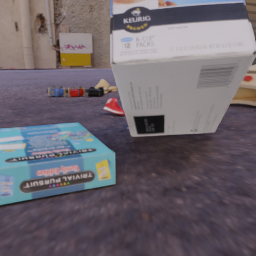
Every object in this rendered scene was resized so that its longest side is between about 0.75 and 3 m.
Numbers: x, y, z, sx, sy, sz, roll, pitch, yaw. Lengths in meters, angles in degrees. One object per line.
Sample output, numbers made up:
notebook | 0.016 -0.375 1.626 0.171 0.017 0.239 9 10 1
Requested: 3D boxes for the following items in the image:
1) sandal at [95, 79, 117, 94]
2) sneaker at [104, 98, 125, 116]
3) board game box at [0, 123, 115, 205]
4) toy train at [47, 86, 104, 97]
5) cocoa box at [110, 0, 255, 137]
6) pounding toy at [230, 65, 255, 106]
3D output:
sandal | -1.231 -2.080 13.895 0.753 0.675 2.053 8 16 28
sneaker | -0.373 -0.679 8.549 0.798 0.461 0.312 19 1 29
board game box | -1.279 0.407 4.386 1.551 0.482 2.054 -6 15 -22
toy train | -2.362 -1.597 12.581 2.592 0.442 0.594 0 26 -3
cocoa box | 0.804 -1.226 5.167 1.925 1.894 2.887 -3 -22 5
pounding toy | 4.441 -1.099 9.910 2.939 1.686 1.680 -6 40 15
